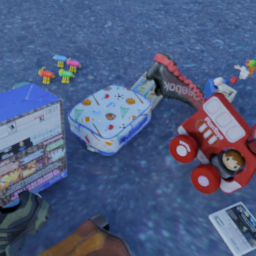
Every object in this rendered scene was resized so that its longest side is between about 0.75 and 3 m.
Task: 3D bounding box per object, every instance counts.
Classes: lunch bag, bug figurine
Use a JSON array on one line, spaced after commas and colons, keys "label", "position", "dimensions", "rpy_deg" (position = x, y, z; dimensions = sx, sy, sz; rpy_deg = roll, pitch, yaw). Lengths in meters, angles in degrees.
[{"label": "lunch bag", "position": [-0.578, -0.318, 10.007], "dimensions": [2.307, 1.088, 2.879], "rpy_deg": [30, 51, 24]}, {"label": "bug figurine", "position": [-3.075, -2.757, 12.828], "dimensions": [1.571, 0.521, 2.025], "rpy_deg": [12, 46, 11]}]

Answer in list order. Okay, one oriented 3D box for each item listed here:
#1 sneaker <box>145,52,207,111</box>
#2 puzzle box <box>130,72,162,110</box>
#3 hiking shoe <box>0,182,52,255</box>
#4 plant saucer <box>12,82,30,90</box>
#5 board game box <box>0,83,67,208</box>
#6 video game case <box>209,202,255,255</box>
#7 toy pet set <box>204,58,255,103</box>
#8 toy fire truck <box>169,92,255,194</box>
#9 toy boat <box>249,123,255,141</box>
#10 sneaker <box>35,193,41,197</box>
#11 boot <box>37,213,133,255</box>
[{"label": "sneaker", "position": [1.767, -1.450, 10.500], "dimensions": [1.373, 2.810, 0.993], "rpy_deg": [-49, 17, 2]}, {"label": "puzzle box", "position": [0.888, -1.620, 11.873], "dimensions": [1.313, 0.251, 1.974], "rpy_deg": [21, 48, 19]}, {"label": "hiking shoe", "position": [-3.028, 2.485, 6.670], "dimensions": [1.216, 0.914, 2.415], "rpy_deg": [46, 69, -13]}, {"label": "plant saucer", "position": [-4.506, -1.685, 12.000], "dimensions": [0.960, 0.173, 0.960], "rpy_deg": [0, 45, 0]}, {"label": "board game box", "position": [-2.931, 0.502, 7.502], "dimensions": [1.303, 2.692, 2.146], "rpy_deg": [29, 40, 31]}, {"label": "video game case", "position": [3.000, 2.717, 7.600], "dimensions": [1.110, 0.143, 1.221], "rpy_deg": [-17, 46, -16]}, {"label": "toy pet set", "position": [3.800, -1.882, 10.893], "dimensions": [1.158, 2.036, 2.181], "rpy_deg": [39, 56, 22]}, {"label": "toy fire truck", "position": [2.590, 0.545, 7.951], "dimensions": [1.428, 2.139, 2.547], "rpy_deg": [-25, 75, -44]}, {"label": "toy boat", "position": [5.036, 0.107, 9.621], "dimensions": [2.136, 1.394, 1.396], "rpy_deg": [-16, 17, -16]}, {"label": "sneaker", "position": [-2.938, 2.370, 7.634], "dimensions": [0.622, 0.546, 1.554], "rpy_deg": [10, 46, 14]}, {"label": "boot", "position": [-1.023, 3.208, 6.723], "dimensions": [1.998, 0.684, 1.881], "rpy_deg": [-31, 52, -26]}]
